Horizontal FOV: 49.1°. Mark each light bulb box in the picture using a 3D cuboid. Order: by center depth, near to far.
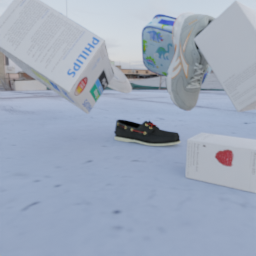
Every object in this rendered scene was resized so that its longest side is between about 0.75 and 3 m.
[{"bbox_3d":[-2.148,-2.131,8.714,2.853,1.780,2.828,33,-6,6],"label":"light bulb box"}]

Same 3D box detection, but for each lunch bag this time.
[{"bbox_3d":[1.682,-2.620,9.352,2.462,1.979,1.015,23,57,24],"label":"lunch bag"}]

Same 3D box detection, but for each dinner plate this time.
[{"bbox_3d":[-0.790,-2.235,11.208,2.389,0.290,2.389,30,27,-17],"label":"dinner plate"}]

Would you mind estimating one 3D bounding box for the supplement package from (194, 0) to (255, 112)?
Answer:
[{"bbox_3d":[2.513,-1.451,5.888,1.142,1.908,1.157,-8,-23,-44],"label":"supplement package"}]

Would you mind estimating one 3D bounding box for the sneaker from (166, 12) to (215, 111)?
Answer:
[{"bbox_3d":[1.773,-1.705,7.588,1.024,2.706,1.245,-11,22,-23],"label":"sneaker"}]

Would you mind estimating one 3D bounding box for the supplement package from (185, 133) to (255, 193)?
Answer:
[{"bbox_3d":[2.382,0.778,6.817,1.682,1.020,1.008,7,13,34],"label":"supplement package"}]

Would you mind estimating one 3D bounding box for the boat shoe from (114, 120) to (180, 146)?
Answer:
[{"bbox_3d":[0.669,0.167,10.642,2.701,0.846,0.988,8,11,29],"label":"boat shoe"}]
